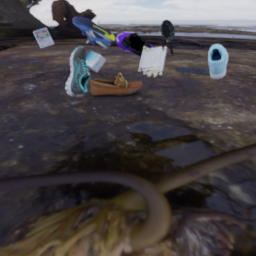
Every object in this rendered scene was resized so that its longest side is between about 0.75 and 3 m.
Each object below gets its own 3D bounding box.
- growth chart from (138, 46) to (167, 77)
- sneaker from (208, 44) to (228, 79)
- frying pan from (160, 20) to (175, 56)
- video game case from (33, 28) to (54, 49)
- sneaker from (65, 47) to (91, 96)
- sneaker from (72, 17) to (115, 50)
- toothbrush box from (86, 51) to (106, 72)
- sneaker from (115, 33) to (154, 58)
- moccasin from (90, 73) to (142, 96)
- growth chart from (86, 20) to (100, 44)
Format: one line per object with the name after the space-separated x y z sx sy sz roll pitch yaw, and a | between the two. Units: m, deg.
0.850 -2.424 10.214 0.142 1.160 1.603 11 7 -32 | growth chart
2.637 -2.143 8.212 0.588 0.652 1.591 -5 44 16 | sneaker
1.887 -4.119 12.696 0.251 1.542 0.933 0 34 49 | frying pan
-3.261 -3.459 10.788 0.541 0.755 0.068 -25 -10 -15 | video game case
-1.807 -2.192 10.987 0.901 1.976 0.767 8 0 31 | sneaker
-1.718 -4.440 13.214 2.119 0.872 0.784 29 43 -13 | sneaker
-1.726 -3.329 14.021 1.046 0.766 0.446 33 -4 45 | toothbrush box
0.201 -4.116 13.358 2.683 0.933 1.334 37 7 34 | sneaker
-0.668 -2.491 16.063 2.990 1.154 1.094 0 24 -1 | moccasin
-1.836 -5.028 14.707 0.107 1.204 0.871 32 37 -7 | growth chart
